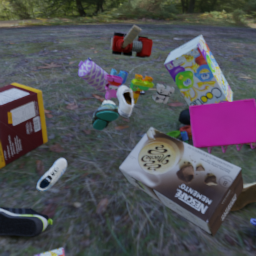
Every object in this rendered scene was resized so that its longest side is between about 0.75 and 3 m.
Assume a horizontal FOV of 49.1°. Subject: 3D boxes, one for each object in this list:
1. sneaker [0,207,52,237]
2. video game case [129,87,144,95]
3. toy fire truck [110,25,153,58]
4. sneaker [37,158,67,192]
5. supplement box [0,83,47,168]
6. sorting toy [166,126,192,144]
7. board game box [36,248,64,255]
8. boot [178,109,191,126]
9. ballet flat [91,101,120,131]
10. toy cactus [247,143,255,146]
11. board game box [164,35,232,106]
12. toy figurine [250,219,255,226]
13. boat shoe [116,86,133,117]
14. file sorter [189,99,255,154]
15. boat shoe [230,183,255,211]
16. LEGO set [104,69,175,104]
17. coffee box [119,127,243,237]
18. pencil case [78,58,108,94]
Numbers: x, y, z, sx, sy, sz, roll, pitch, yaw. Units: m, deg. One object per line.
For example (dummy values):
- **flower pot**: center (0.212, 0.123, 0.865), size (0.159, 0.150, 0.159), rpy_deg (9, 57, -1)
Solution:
- **sneaker**: center (-3.079, 2.596, 7.833), size (1.949, 0.699, 0.807), rpy_deg (8, 4, 14)
- **video game case**: center (0.548, -2.324, 17.608), size (0.967, 0.136, 1.070), rpy_deg (1, 28, 2)
- **toy fire truck**: center (0.294, -3.537, 11.618), size (1.708, 1.249, 1.941), rpy_deg (3, 18, -17)
- **sneaker**: center (-1.981, 1.249, 7.345), size (0.372, 1.036, 0.375), rpy_deg (40, -6, -7)
- **supplement box**: center (-4.725, -0.167, 10.979), size (1.603, 2.381, 2.414), rpy_deg (18, 32, 27)
- **sorting toy**: center (2.298, 0.391, 12.095), size (1.369, 0.562, 0.823), rpy_deg (-21, 17, -14)
- **board game box**: center (-1.583, 3.419, 5.923), size (0.715, 0.728, 1.388), rpy_deg (-9, 29, -18)
- **boot**: center (3.136, -0.141, 12.570), size (1.899, 0.863, 2.260), rpy_deg (17, 25, 23)
- **ballet flat**: center (-0.750, -0.513, 9.124), size (0.775, 0.775, 2.088), rpy_deg (-15, -7, -26)
- **toy cactus**: center (5.549, 0.638, 11.442), size (1.726, 0.883, 1.424), rpy_deg (-27, 19, -37)
- **board game box**: center (2.654, -1.774, 10.328), size (1.367, 2.607, 1.343), rpy_deg (-24, 22, 32)
- **toy figurine**: center (3.924, 2.500, 7.487), size (1.159, 1.021, 1.935), rpy_deg (10, 28, 29)
- **boat shoe**: center (-0.041, -0.870, 7.848), size (0.474, 0.467, 1.337), rpy_deg (19, 36, -14)
- **file sorter**: center (2.948, 0.059, 8.747), size (1.915, 1.201, 1.331), rpy_deg (-6, 67, 9)
- **boat shoe**: center (3.322, 2.103, 8.669), size (1.903, 0.686, 0.618), rpy_deg (-12, -7, -12)
- **LEGO set**: center (0.177, -1.285, 9.963), size (2.654, 1.089, 1.012), rpy_deg (6, 29, -28)
- **coffee box**: center (1.269, 1.223, 6.886), size (2.572, 1.026, 1.454), rpy_deg (27, 69, 37)
- **pencil case**: center (-1.338, -2.245, 12.940), size (2.209, 0.927, 0.944), rpy_deg (35, 2, -43)
